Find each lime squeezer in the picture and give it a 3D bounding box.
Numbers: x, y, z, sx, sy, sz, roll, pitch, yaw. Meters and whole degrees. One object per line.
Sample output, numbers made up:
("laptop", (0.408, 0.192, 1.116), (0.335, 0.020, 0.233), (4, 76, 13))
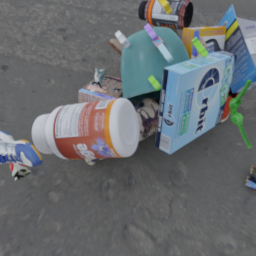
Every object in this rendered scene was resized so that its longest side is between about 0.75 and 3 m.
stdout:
("lime squeezer", (3.191, -0.413, 7.881), (0.374, 1.983, 0.700), (-25, 26, -35))

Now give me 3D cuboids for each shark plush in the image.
("shark plush", (-0.841, -1.563, 8.675), (0.355, 0.388, 0.853), (5, 37, -13))

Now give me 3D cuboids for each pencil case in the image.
("pencil case", (-0.281, 0.080, 8.436), (2.732, 1.063, 1.222), (-26, 34, -13))

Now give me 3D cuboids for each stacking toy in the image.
("stacking toy", (0.779, -2.155, 7.091), (1.551, 0.483, 2.058), (-37, 72, 15))

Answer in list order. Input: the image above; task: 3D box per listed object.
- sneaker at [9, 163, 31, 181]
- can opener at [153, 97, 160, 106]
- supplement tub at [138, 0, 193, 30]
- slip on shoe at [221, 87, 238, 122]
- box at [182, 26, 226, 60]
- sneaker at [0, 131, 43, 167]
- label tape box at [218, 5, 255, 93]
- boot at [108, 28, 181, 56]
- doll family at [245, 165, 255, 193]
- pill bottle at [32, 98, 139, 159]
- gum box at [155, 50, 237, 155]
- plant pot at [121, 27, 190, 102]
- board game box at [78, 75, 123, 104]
("sneaker", (-2.783, 1.013, 7.135), (0.435, 1.130, 0.480), (-28, 80, -24))
("can opener", (0.501, -0.578, 9.369), (2.191, 0.728, 0.577), (-17, 34, -6))
("supplement tub", (1.160, -3.666, 8.930), (1.661, 0.888, 0.888), (19, 53, 27))
("slip on shoe", (3.346, -0.860, 9.679), (0.649, 0.536, 1.753), (30, 59, 19))
("box", (2.421, -1.989, 9.251), (1.510, 2.536, 0.526), (-16, 26, -30))
("sneaker", (-2.550, 0.600, 6.055), (1.604, 0.604, 0.707), (14, 38, 32))
("label tape box", (3.683, -2.537, 9.101), (0.773, 1.676, 2.340), (-12, 78, -8))
("boot", (0.812, -2.818, 9.671), (1.938, 2.651, 0.931), (-46, 45, 11))
("doll family", (3.663, 1.461, 7.923), (0.498, 0.338, 0.861), (27, 74, 14))
("pill bottle", (-1.075, 0.082, 6.896), (2.449, 1.374, 1.374), (-5, 48, 24))
("gum box", (1.825, -0.746, 7.446), (2.540, 2.158, 0.566), (-25, 40, -39))
("plant pot", (0.776, -1.881, 8.375), (2.239, 2.239, 1.797), (-12, 90, -9))
("board game box", (-0.712, -1.062, 9.360), (1.275, 0.775, 1.600), (16, 36, 15))
